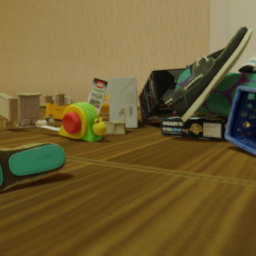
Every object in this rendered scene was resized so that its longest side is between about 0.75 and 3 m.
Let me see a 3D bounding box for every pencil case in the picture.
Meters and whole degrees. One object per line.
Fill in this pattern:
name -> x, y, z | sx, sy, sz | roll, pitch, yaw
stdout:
pencil case -> 2.173, -0.751, 6.059 | 1.143, 1.053, 2.474 | -24, 26, -27

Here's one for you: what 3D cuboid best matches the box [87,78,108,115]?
box -> -1.113, -0.879, 9.590 | 0.450, 1.427, 2.592 | 16, 4, -7

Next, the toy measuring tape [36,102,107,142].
toy measuring tape -> -1.291, -0.218, 6.065 | 2.153, 0.792, 0.792 | 11, 11, 38

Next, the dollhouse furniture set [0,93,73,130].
dollhouse furniture set -> -2.587, -0.453, 7.964 | 0.871, 1.020, 1.968 | 20, 20, 41

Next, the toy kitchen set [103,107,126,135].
toy kitchen set -> -0.411, -0.196, 7.082 | 0.702, 0.634, 0.778 | 0, 6, -1

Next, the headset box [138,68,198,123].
headset box -> 1.530, -0.947, 9.050 | 2.038, 1.058, 2.739 | -6, -9, -7

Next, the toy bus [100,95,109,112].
toy bus -> -0.897, -1.233, 14.018 | 1.883, 0.737, 0.613 | -3, -34, 12

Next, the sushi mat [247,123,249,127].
sushi mat -> 3.995, -0.317, 7.639 | 0.124, 0.982, 2.053 | 38, -3, -14

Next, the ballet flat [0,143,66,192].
ballet flat -> -1.233, 0.402, 2.674 | 1.303, 0.460, 0.460 | -6, 9, -43

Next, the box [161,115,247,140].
box -> 1.853, -0.050, 6.677 | 1.443, 0.417, 1.815 | 5, 7, 38

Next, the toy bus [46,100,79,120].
toy bus -> -2.475, -0.670, 10.969 | 0.893, 0.742, 2.281 | 5, 1, -42

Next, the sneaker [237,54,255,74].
sneaker -> 3.341, -0.833, 6.471 | 0.961, 2.219, 0.832 | -50, 33, -19

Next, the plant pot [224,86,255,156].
plant pot -> 2.226, -0.100, 4.409 | 0.863, 0.960, 0.960 | 6, 14, -14

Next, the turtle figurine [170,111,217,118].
turtle figurine -> 2.541, -0.437, 7.955 | 2.762, 0.889, 2.227 | -17, -4, -26

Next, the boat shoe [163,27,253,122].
boat shoe -> 1.505, -1.087, 5.340 | 0.698, 2.063, 0.741 | 43, 19, 13

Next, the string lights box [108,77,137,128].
string lights box -> -0.162, -0.859, 9.375 | 0.842, 1.467, 2.855 | -1, 6, -1
